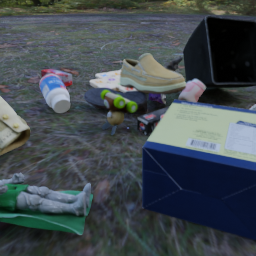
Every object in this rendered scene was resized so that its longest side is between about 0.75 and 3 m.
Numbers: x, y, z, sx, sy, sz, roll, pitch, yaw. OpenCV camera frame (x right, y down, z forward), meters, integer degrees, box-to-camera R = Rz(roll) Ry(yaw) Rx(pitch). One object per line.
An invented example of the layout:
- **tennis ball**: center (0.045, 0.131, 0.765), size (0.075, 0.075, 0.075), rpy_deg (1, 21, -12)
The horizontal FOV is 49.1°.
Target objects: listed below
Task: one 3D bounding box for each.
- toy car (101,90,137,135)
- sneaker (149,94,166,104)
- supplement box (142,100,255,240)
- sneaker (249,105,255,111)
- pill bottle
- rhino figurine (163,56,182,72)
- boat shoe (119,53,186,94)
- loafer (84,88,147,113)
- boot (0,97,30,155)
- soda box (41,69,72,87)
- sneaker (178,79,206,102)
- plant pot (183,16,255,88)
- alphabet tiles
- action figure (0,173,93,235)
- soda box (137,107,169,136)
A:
- **toy car**: center (-0.400, -0.371, 7.579), size (0.823, 1.043, 0.857), rpy_deg (17, 10, -40)
- **sneaker**: center (0.982, -1.027, 9.516), size (0.508, 0.491, 1.219), rpy_deg (-17, 13, -2)
- **supplement box**: center (1.510, 0.573, 5.135), size (2.001, 1.343, 1.999), rpy_deg (11, 31, 20)
- **sneaker**: center (4.150, -0.442, 8.153), size (1.323, 0.515, 0.543), rpy_deg (-9, 52, 18)
- **pill bottle**: center (-2.327, -1.087, 9.027), size (0.738, 0.738, 1.315), rpy_deg (-14, 49, -26)
- **rhino figurine**: center (1.587, -2.308, 10.842), size (1.590, 0.475, 0.695), rpy_deg (-47, 10, -19)
- **boat shoe**: center (0.586, -1.720, 8.601), size (1.049, 1.115, 2.927), rpy_deg (-14, 20, -33)
- **loafer**: center (-0.399, -0.790, 8.948), size (2.122, 0.668, 0.763), rpy_deg (7, 54, 22)
- **boot**: center (-3.212, -0.460, 5.784), size (1.011, 2.159, 2.778), rpy_deg (-42, -4, -7)
- **soda box**: center (-2.958, -2.080, 11.563), size (1.424, 0.451, 0.498), rpy_deg (19, 31, 35)
- **sneaker**: center (2.019, -1.054, 9.321), size (0.626, 0.870, 1.664), rpy_deg (37, 2, 4)
- **plant pot**: center (3.210, -2.399, 10.064), size (2.228, 2.233, 1.981), rpy_deg (-4, -5, -21)
- **alphabet tiles**: center (-0.028, -1.920, 11.519), size (2.884, 0.210, 2.821), rpy_deg (-15, 30, -28)
- **action figure**: center (-1.953, 1.140, 4.549), size (2.609, 0.713, 1.541), rpy_deg (3, 2, -1)
- **soda box**: center (0.896, -0.219, 7.884), size (1.307, 0.414, 0.462), rpy_deg (-20, 33, -33)
